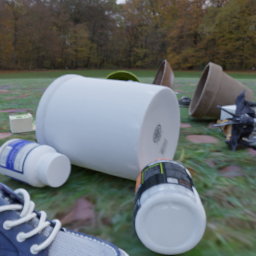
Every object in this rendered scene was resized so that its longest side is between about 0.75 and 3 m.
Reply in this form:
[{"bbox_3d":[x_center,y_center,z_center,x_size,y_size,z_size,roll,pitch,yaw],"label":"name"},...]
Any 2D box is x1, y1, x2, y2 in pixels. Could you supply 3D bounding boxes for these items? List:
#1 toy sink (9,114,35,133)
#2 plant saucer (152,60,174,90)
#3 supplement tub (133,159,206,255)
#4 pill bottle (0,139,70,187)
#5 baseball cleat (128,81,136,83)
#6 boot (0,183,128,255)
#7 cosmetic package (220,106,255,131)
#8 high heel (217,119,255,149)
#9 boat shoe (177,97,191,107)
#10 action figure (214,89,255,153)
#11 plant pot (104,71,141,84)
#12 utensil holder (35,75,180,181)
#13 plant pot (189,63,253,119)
[{"bbox_3d":[-4.060,-0.204,11.015,1.063,0.596,0.693,-6,15,-25],"label":"toy sink"},{"bbox_3d":[1.055,-1.014,10.188,0.520,2.841,2.841,19,12,-5],"label":"plant saucer"},{"bbox_3d":[0.588,1.089,4.368,0.973,0.973,1.588,1,13,4],"label":"supplement tub"},{"bbox_3d":[-2.045,0.789,6.119,1.508,0.903,0.903,9,16,31],"label":"pill bottle"},{"bbox_3d":[0.023,-1.737,11.522,0.619,0.405,1.163,-7,9,-27],"label":"baseball cleat"},{"bbox_3d":[-1.231,1.287,3.297,2.559,1.156,0.931,0,12,5],"label":"boot"},{"bbox_3d":[4.282,-0.313,10.668,1.167,0.963,0.962,-9,16,-32],"label":"cosmetic package"},{"bbox_3d":[3.294,0.096,9.378,1.420,0.711,1.992,0,21,-26],"label":"high heel"},{"bbox_3d":[3.763,-1.600,16.690,0.840,0.716,2.514,-9,16,-35],"label":"boat shoe"},{"bbox_3d":[3.690,-0.060,7.252,2.846,1.692,1.452,10,-6,-25],"label":"action figure"},{"bbox_3d":[-0.407,-1.469,13.576,1.956,1.956,1.884,-3,-12,-11],"label":"plant pot"},{"bbox_3d":[-0.417,-0.036,6.680,2.701,2.295,2.295,10,16,31],"label":"utensil holder"},{"bbox_3d":[4.181,-1.360,12.474,2.212,2.536,2.536,20,15,4],"label":"plant pot"}]
